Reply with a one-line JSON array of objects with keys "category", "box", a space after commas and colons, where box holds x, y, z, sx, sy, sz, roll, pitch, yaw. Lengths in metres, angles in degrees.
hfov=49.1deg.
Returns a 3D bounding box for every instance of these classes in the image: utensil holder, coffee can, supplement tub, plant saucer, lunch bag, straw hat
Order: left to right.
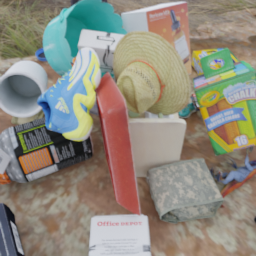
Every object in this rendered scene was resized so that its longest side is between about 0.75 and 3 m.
[{"category": "utensil holder", "box": [-3.583, -1.428, 9.710, 1.547, 1.547, 1.821, -7, 28, -7]}, {"category": "supplement tub", "box": [-2.604, 0.578, 8.491, 2.793, 1.711, 1.711, -19, 48, -17]}, {"category": "plant saucer", "box": [-0.377, 0.300, 7.359, 0.543, 2.960, 2.954, -11, 24, -7]}, {"category": "coffee can", "box": [0.000, -0.819, 9.502, 1.455, 1.988, 1.455, 10, 47, -11]}, {"category": "straw hat", "box": [0.266, -1.013, 7.015, 2.500, 2.500, 1.058, 24, 51, 22]}, {"category": "lunch bag", "box": [1.461, 1.771, 7.809, 1.787, 1.051, 1.466, -5, 45, -11]}]

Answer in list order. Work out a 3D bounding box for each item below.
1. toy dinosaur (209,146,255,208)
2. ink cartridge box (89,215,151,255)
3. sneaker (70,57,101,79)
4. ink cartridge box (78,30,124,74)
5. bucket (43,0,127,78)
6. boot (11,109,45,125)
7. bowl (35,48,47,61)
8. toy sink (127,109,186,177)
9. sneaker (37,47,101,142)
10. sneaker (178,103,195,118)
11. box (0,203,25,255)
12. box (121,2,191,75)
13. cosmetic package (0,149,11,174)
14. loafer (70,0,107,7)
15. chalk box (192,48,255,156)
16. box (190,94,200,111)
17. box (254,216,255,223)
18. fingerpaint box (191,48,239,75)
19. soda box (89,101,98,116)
[{"category": "toy dinosaur", "box": [3.428, 1.448, 8.611, 1.755, 1.015, 1.934, 4, 78, -9]}, {"category": "ink cartridge box", "box": [-0.186, 3.148, 6.579, 1.436, 0.827, 1.967, -1, 45, -1]}, {"category": "sneaker", "box": [-1.486, -1.769, 8.972, 0.738, 1.065, 1.901, -40, 28, -26]}, {"category": "ink cartridge box", "box": [-0.722, -2.569, 9.744, 1.835, 1.339, 0.773, 7, 65, 2]}, {"category": "bucket", "box": [-1.561, -3.088, 10.324, 1.898, 2.917, 2.917, 4, 38, 45]}, {"category": "boot", "box": [-3.522, -0.608, 10.530, 1.209, 0.566, 1.556, 10, 50, 10]}, {"category": "bowl", "box": [-4.008, -3.600, 13.739, 1.022, 0.201, 1.022, 0, 45, 0]}, {"category": "toy sink", "box": [0.711, 0.245, 8.357, 1.569, 2.407, 1.348, -1, 45, 0]}, {"category": "sneaker", "box": [-1.466, -0.983, 6.924, 1.334, 0.962, 2.540, 12, 70, -32]}, {"category": "sneaker", "box": [2.291, -0.739, 10.732, 1.057, 0.421, 0.409, -35, 54, -26]}, {"category": "box", "box": [-3.600, 2.986, 6.291, 2.223, 1.160, 1.645, -19, 62, -18]}, {"category": "box", "box": [1.199, -3.322, 11.199, 2.152, 2.826, 1.503, -26, 30, -28]}, {"category": "cosmetic package", "box": [-3.538, 0.723, 6.976, 0.796, 0.793, 0.489, 12, 63, 14]}, {"category": "loafer", "box": [-2.468, -8.160, 17.853, 2.496, 0.786, 0.897, -21, 49, -20]}, {"category": "chalk box", "box": [2.943, -0.888, 8.287, 1.705, 2.731, 1.693, -19, 18, 18]}, {"category": "box", "box": [2.909, -0.953, 10.425, 1.037, 0.195, 0.708, 0, 50, -14]}, {"category": "box", "box": [4.311, 2.580, 7.135, 1.395, 0.867, 1.406, -11, 46, -12]}, {"category": "fingerpaint box", "box": [3.998, -2.697, 12.449, 1.720, 0.756, 2.061, -8, 46, -8]}, {"category": "soda box", "box": [-1.186, -0.712, 8.806, 1.250, 0.396, 0.427, 18, 76, -15]}]
